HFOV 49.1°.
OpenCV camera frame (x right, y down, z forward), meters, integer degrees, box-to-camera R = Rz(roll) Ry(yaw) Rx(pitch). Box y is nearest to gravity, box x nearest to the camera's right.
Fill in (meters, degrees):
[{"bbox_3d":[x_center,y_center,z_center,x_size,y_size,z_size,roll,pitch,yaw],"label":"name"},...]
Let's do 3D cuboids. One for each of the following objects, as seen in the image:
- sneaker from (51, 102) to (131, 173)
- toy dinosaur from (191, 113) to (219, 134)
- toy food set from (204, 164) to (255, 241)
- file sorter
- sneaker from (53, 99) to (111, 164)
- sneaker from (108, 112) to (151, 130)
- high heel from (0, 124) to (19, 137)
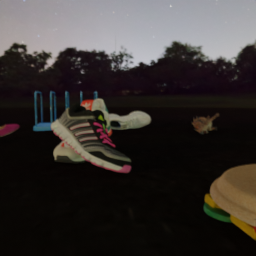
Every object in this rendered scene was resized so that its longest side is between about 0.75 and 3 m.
[{"bbox_3d":[-0.677,0.119,5.638,2.116,0.926,0.781,32,-1,34],"label":"sneaker"},{"bbox_3d":[3.192,-0.173,12.244,1.207,0.764,1.781,-8,2,-9],"label":"toy dinosaur"},{"bbox_3d":[2.046,0.852,3.039,2.270,0.552,2.247,-1,6,-11],"label":"toy food set"},{"bbox_3d":[-2.901,-0.839,13.392,2.895,1.776,2.009,-1,5,-9],"label":"file sorter"},{"bbox_3d":[-1.147,-0.039,7.063,0.904,1.200,2.567,1,18,18],"label":"sneaker"},{"bbox_3d":[-0.045,-0.217,13.028,2.268,0.845,0.988,-7,18,-3],"label":"sneaker"},{"bbox_3d":[-4.395,-0.057,9.058,1.563,0.750,0.526,-17,16,-18],"label":"high heel"}]
